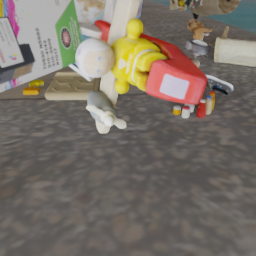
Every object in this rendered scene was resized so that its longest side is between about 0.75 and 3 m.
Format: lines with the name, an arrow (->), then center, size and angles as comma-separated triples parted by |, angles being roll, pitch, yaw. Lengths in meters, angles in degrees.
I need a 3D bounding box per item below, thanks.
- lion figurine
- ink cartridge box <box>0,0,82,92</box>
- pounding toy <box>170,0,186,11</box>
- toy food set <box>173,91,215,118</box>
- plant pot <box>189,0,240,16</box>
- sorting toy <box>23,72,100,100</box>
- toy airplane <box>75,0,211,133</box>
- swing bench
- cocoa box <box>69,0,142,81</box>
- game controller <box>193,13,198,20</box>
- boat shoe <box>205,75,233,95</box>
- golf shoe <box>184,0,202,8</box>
lion figurine -> 1.887, -2.426, 7.583 | 0.641, 1.047, 0.379 | 8, -11, -9
ink cartridge box -> -2.061, -1.611, 3.776 | 1.234, 2.129, 2.940 | 6, 28, 27
pounding toy -> 1.847, -4.520, 9.250 | 0.756, 1.317, 0.753 | 0, -3, -17
toy food set -> 2.160, -0.742, 8.883 | 1.393, 0.627, 0.665 | -5, 31, -8
plant pot -> 2.730, -4.116, 8.668 | 1.444, 1.444, 1.253 | -12, 36, -19
sorting toy -> -2.445, -1.562, 10.632 | 2.651, 0.355, 1.975 | -1, 35, -1
toy airplane -> -0.166, -1.272, 4.529 | 1.768, 2.506, 2.495 | -20, 2, -43
swing bench -> 5.456, -3.749, 13.272 | 2.265, 1.477, 2.277 | 15, 39, 23
cocoa box -> -0.896, -2.697, 7.313 | 1.509, 1.485, 2.263 | 39, 78, 5
game controller -> 2.313, -4.424, 10.222 | 0.199, 0.946, 0.493 | -24, -19, 27
boat shoe -> 2.068, -1.003, 6.728 | 0.854, 0.299, 0.283 | 27, 66, 23
golf shoe -> 1.638, -3.242, 6.366 | 0.450, 1.022, 0.395 | -8, 57, -23
